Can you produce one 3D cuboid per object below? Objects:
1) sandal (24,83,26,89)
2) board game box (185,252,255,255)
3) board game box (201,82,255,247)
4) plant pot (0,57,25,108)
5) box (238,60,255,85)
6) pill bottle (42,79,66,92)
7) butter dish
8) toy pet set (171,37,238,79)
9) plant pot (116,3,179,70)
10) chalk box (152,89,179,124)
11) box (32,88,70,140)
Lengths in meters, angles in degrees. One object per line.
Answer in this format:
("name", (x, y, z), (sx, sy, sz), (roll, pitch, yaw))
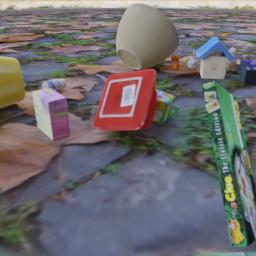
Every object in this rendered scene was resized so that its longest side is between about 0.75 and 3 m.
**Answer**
("sandal", (-4.437, -1.835, 10.314), (1.961, 0.560, 0.779), (19, 33, 32))
("board game box", (1.456, 1.962, 3.425), (1.343, 0.196, 0.904), (-1, 28, -3))
("board game box", (1.538, 0.476, 4.061), (0.250, 2.132, 1.117), (-16, -16, 35))
("plant pot", (-3.942, -1.231, 7.773), (1.800, 1.914, 1.914), (-12, 30, -29))
("box", (5.000, -2.160, 10.916), (1.099, 0.614, 1.557), (3, 28, 12))
("pill bottle", (-2.554, -1.458, 9.743), (0.433, 0.433, 0.772), (22, 33, 35))
("butter dish", (0.133, -0.513, 7.034), (1.568, 1.572, 1.162), (0, -23, 39))
("toy pet set", (3.290, -3.161, 11.858), (2.805, 1.490, 2.619), (3, 28, 6))
("plant pot", (0.538, -3.584, 11.969), (2.710, 2.710, 1.819), (25, 73, 39))
("chalk box", (0.852, -0.585, 7.693), (1.071, 0.666, 0.663), (25, 33, 18))
("box", (-1.917, -0.361, 6.996), (0.491, 1.016, 0.894), (-21, 33, -34))
